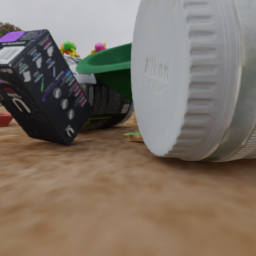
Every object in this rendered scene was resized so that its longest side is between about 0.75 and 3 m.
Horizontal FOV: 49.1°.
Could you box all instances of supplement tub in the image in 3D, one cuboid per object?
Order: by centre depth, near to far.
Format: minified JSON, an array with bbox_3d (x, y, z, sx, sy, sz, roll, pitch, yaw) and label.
[{"bbox_3d":[-1.061,-0.757,6.436,1.615,1.615,2.636,3,6,33],"label":"supplement tub"}]

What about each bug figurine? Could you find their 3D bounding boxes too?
[{"bbox_3d":[-0.959,-1.801,6.558,1.634,0.420,1.267,6,9,-1],"label":"bug figurine"}]

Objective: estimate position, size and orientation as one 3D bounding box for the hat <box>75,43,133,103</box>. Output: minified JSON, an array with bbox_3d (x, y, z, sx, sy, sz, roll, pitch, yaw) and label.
[{"bbox_3d":[0.575,-0.395,5.228,2.579,2.270,2.136,-8,25,14],"label":"hat"}]

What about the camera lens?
[{"bbox_3d":[1.418,-0.649,3.116,2.439,1.951,1.951,-4,6,-13],"label":"camera lens"}]

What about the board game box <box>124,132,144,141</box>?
[{"bbox_3d":[0.520,0.117,4.694,1.108,0.166,0.529,-1,0,-30],"label":"board game box"}]

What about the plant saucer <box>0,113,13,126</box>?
[{"bbox_3d":[-4.154,-0.217,7.667,1.721,0.316,1.724,-3,7,-32],"label":"plant saucer"}]

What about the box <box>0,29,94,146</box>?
[{"bbox_3d":[-1.272,-0.525,3.964,0.891,1.458,0.773,8,52,32],"label":"box"}]

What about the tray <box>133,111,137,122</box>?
[{"bbox_3d":[0.681,-0.733,8.031,0.426,1.133,2.298,-6,5,-21],"label":"tray"}]
